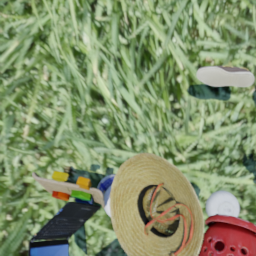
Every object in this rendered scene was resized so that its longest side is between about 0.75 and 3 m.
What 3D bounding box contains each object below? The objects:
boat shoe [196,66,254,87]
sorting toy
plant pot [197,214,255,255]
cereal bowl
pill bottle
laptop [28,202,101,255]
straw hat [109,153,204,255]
[{"bbox_3d":[2.228,-1.230,6.501,1.284,0.382,0.461,6,126,5],"label":"boat shoe"},{"bbox_3d":[-1.181,1.252,5.566,1.457,1.956,0.262,15,66,4],"label":"sorting toy"},{"bbox_3d":[1.329,1.582,3.641,0.805,0.805,0.733,20,63,1],"label":"plant pot"},{"bbox_3d":[2.635,2.224,7.720,0.922,0.384,0.922,0,86,1],"label":"cereal bowl"},{"bbox_3d":[-0.194,1.769,7.031,0.975,1.629,0.975,0,89,-15],"label":"pill bottle"},{"bbox_3d":[-1.186,2.360,5.570,1.619,1.435,0.836,-44,64,0],"label":"laptop"},{"bbox_3d":[0.559,1.234,4.247,0.748,1.768,1.768,4,85,-43],"label":"straw hat"}]
